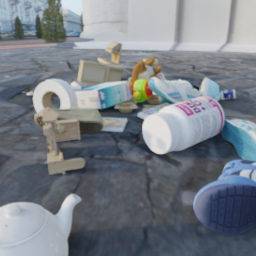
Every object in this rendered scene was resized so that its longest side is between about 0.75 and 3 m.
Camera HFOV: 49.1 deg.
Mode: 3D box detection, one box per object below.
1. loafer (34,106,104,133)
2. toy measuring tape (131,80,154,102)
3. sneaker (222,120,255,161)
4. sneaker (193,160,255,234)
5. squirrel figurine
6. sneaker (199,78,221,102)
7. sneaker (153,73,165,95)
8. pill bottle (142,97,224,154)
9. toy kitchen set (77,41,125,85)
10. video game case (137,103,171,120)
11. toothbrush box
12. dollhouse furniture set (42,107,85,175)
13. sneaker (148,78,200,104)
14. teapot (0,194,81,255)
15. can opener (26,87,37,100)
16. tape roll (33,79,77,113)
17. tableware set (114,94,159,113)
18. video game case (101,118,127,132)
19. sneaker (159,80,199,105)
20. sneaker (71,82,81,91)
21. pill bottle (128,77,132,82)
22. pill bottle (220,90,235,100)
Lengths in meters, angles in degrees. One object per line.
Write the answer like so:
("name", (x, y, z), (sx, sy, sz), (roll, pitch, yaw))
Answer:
("loafer", (-1.964, -0.309, 9.482), (2.273, 0.860, 0.776), (6, 46, -11))
("toy measuring tape", (0.792, -1.818, 12.659), (0.951, 0.951, 2.586), (8, 21, 20))
("sneaker", (3.536, 0.276, 8.152), (0.921, 0.872, 2.280), (-2, 23, -2))
("sneaker", (2.224, 1.250, 5.562), (2.747, 1.016, 1.130), (-4, 19, -31))
("squirrel figurine", (0.865, -2.835, 14.561), (1.436, 2.029, 1.894), (34, 41, -12))
("sneaker", (3.675, -1.483, 12.519), (1.006, 0.907, 2.455), (24, 41, 7))
("sneaker", (1.633, -2.318, 14.614), (0.935, 0.985, 2.448), (-6, 23, -15))
("pill bottle", (1.673, -0.093, 8.411), (2.387, 1.353, 1.353), (-18, 28, -37))
("toy kitchen set", (-1.779, -3.942, 16.186), (2.544, 2.301, 2.820), (2, 21, -28))
("video game case", (1.380, -0.530, 10.879), (1.688, 0.152, 1.209), (-22, 37, -37))
("toothbrush box", (-1.060, -1.426, 12.180), (1.462, 0.852, 1.997), (3, 20, 39))
("dollhouse furniture set", (-1.797, 0.205, 7.880), (1.035, 1.211, 2.337), (-8, 23, -14))
("sneaker", (1.841, -1.507, 11.124), (2.472, 0.998, 0.946), (22, 9, -34))
("teapot", (-1.693, 1.671, 4.161), (1.566, 1.159, 1.587), (5, 23, 14))
("can opener", (-4.248, -1.581, 13.411), (0.578, 0.725, 2.168), (-6, 12, 0))
("tape roll", (-2.685, -0.986, 10.330), (1.588, 1.588, 0.555), (8, 17, 19))
("tableware set", (0.517, -1.080, 12.360), (2.323, 0.323, 2.781), (0, 21, 0))
("video game case", (-0.703, -0.138, 10.202), (1.198, 0.137, 1.090), (3, 22, 8))
("sneaker", (2.368, -1.648, 12.713), (1.188, 1.061, 2.972), (10, 21, 28))
("sneaker", (-3.037, -2.247, 15.269), (0.607, 0.387, 1.050), (-11, 25, -33))
("pill bottle", (0.467, -2.719, 15.852), (0.587, 0.587, 1.057), (12, 35, 29))
("pill bottle", (4.670, -1.565, 13.373), (0.807, 0.448, 0.448), (-5, 19, 18))
